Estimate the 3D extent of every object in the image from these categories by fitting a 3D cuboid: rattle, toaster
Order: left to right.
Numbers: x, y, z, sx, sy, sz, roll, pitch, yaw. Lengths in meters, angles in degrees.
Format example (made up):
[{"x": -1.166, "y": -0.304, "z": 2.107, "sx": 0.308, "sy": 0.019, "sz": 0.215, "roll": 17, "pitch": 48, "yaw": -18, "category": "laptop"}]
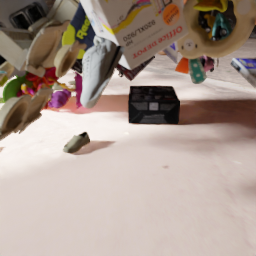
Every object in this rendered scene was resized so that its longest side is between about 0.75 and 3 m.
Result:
[{"x": -3.192, "y": -1.349, "z": 6.400, "sx": 0.874, "sy": 0.959, "sz": 1.343, "roll": -34, "pitch": 16, "yaw": 5, "category": "rattle"}, {"x": -3.455, "y": -3.063, "z": 8.424, "sx": 2.491, "sy": 2.755, "sz": 1.635, "roll": -31, "pitch": 51, "yaw": -7, "category": "toaster"}, {"x": 1.261, "y": -1.668, "z": 5.382, "sx": 1.507, "sy": 2.315, "sz": 1.654, "roll": 40, "pitch": 45, "yaw": 1, "category": "rattle"}]

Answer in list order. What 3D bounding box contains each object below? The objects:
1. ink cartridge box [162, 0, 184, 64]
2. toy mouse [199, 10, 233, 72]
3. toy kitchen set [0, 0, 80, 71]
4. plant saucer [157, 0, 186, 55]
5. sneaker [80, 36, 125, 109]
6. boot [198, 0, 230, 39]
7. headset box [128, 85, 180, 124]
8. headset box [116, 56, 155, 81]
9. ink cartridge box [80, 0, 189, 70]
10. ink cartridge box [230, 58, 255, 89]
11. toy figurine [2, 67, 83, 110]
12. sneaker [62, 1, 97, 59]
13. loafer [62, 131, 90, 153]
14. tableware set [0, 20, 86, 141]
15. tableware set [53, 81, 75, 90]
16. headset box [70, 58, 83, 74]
[{"x": 0.778, "y": -3.417, "z": 8.151, "sx": 0.529, "sy": 2.436, "sz": 2.413, "roll": -34, "pitch": 58, "yaw": -6, "category": "ink cartridge box"}, {"x": 2.237, "y": -2.105, "z": 7.321, "sx": 0.433, "sy": 2.236, "sz": 1.987, "roll": 7, "pitch": 40, "yaw": -11, "category": "toy mouse"}, {"x": -1.451, "y": -2.387, "z": 6.928, "sx": 1.978, "sy": 2.425, "sz": 2.188, "roll": 42, "pitch": 21, "yaw": 0, "category": "toy kitchen set"}, {"x": 1.617, "y": -3.953, "z": 10.229, "sx": 2.619, "sy": 2.619, "sz": 0.423, "roll": 22, "pitch": 9, "yaw": 42, "category": "plant saucer"}, {"x": -0.331, "y": -0.570, "z": 2.835, "sx": 0.345, "sy": 0.328, "sz": 0.858, "roll": 28, "pitch": 56, "yaw": -13, "category": "sneaker"}, {"x": 2.781, "y": -3.691, "z": 8.788, "sx": 1.460, "sy": 1.677, "sz": 0.581, "roll": -45, "pitch": 12, "yaw": 3, "category": "boot"}, {"x": 0.837, "y": -0.894, "z": 9.790, "sx": 1.633, "sy": 0.847, "sz": 2.194, "roll": 1, "pitch": 21, "yaw": 1, "category": "headset box"}, {"x": 0.128, "y": -2.167, "z": 9.245, "sx": 1.246, "sy": 0.481, "sz": 0.927, "roll": -46, "pitch": 37, "yaw": 3, "category": "headset box"}, {"x": -0.015, "y": -2.394, "z": 5.245, "sx": 1.426, "sy": 1.937, "sz": 1.401, "roll": -32, "pitch": 36, "yaw": -6, "category": "ink cartridge box"}, {"x": 3.570, "y": -1.535, "z": 7.688, "sx": 1.116, "sy": 0.242, "sz": 1.106, "roll": -8, "pitch": 49, "yaw": -24, "category": "ink cartridge box"}, {"x": -2.768, "y": -1.420, "z": 10.353, "sx": 2.494, "sy": 2.034, "sz": 2.710, "roll": 23, "pitch": 52, "yaw": 25, "category": "toy figurine"}, {"x": -0.762, "y": -2.650, "z": 6.396, "sx": 0.843, "sy": 2.280, "sz": 0.938, "roll": 33, "pitch": 6, "yaw": -10, "category": "sneaker"}, {"x": -1.376, "y": 0.361, "z": 7.395, "sx": 0.376, "sy": 0.339, "sz": 0.993, "roll": 10, "pitch": 24, "yaw": 24, "category": "loafer"}, {"x": -1.238, "y": -0.647, "z": 4.070, "sx": 0.226, "sy": 1.946, "sz": 1.625, "roll": 33, "pitch": 13, "yaw": -2, "category": "tableware set"}, {"x": -2.886, "y": -2.003, "z": 13.378, "sx": 1.451, "sy": 0.202, "sz": 1.737, "roll": -6, "pitch": 23, "yaw": -17, "category": "tableware set"}, {"x": -1.774, "y": -2.981, "z": 9.984, "sx": 1.245, "sy": 1.673, "sz": 0.646, "roll": 40, "pitch": 11, "yaw": 33, "category": "headset box"}]
